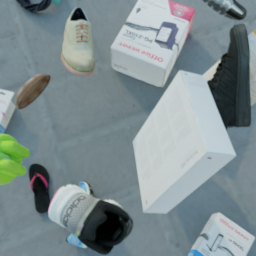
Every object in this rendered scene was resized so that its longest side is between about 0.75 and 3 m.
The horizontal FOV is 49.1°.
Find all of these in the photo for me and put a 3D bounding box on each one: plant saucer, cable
[{"bbox_3d":[-2.409,-0.949,6.994,0.211,1.154,1.154,41,73,-3],"label":"plant saucer"},{"bbox_3d":[-3.827,-5.661,11.555,1.774,0.552,2.174,4,69,2],"label":"cable"}]

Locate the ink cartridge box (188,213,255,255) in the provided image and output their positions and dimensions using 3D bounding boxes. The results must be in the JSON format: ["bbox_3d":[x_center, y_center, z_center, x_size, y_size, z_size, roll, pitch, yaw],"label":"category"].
[{"bbox_3d":[2.563,3.392,7.846,1.175,0.679,1.610,34,72,13],"label":"ink cartridge box"}]

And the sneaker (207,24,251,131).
[{"bbox_3d":[2.062,-0.851,6.554,1.469,2.817,0.846,-2,22,22],"label":"sneaker"}]

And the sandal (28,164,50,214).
[{"bbox_3d":[-2.731,1.820,8.651,0.596,0.358,1.587,-15,69,-6],"label":"sandal"}]

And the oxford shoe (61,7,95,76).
[{"bbox_3d":[-1.430,-2.490,7.933,0.920,0.959,2.599,-2,49,-21],"label":"oxford shoe"}]

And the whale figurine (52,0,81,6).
[{"bbox_3d":[-1.817,-4.396,8.810,1.636,1.302,0.849,-27,64,14],"label":"whale figurine"}]

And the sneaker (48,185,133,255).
[{"bbox_3d":[-0.394,1.828,5.154,1.058,2.420,0.892,25,75,35],"label":"sneaker"}]

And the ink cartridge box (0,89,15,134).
[{"bbox_3d":[-4.457,-0.546,9.518,0.860,0.507,1.494,14,69,6],"label":"ink cartridge box"}]

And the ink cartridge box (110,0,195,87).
[{"bbox_3d":[0.890,-3.229,10.212,2.088,1.216,2.885,23,70,9],"label":"ink cartridge box"}]

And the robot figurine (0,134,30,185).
[{"bbox_3d":[-3.508,0.769,6.831,2.104,1.217,1.846,-2,68,18],"label":"robot figurine"}]

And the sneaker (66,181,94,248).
[{"bbox_3d":[-1.464,2.479,8.202,0.849,0.739,1.887,1,68,4],"label":"sneaker"}]

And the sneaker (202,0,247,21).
[{"bbox_3d":[2.245,-3.647,6.840,2.109,0.791,1.218,30,102,-5],"label":"sneaker"}]

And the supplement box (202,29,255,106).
[{"bbox_3d":[2.933,-1.283,7.335,0.781,2.124,1.338,20,44,-34],"label":"supplement box"}]

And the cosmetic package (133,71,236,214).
[{"bbox_3d":[0.951,0.417,5.990,0.670,2.593,1.955,10,50,-19],"label":"cosmetic package"}]
